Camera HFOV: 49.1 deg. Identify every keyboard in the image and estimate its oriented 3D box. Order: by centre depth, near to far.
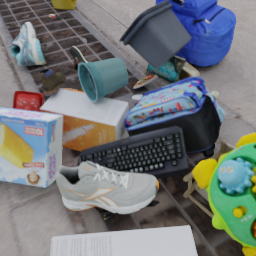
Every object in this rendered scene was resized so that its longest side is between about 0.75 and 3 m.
[{"bbox_3d":[0.005,0.978,5.834,2.569,0.265,1.633,-16,69,24],"label":"keyboard"}]

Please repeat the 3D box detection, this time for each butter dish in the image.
[{"bbox_3d":[-2.623,-0.536,7.331,0.753,0.751,0.556,5,21,-20],"label":"butter dish"}]

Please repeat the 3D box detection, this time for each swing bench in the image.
[{"bbox_3d":[2.114,1.230,5.827,1.389,0.901,1.381,-38,55,-18],"label":"swing bench"}]

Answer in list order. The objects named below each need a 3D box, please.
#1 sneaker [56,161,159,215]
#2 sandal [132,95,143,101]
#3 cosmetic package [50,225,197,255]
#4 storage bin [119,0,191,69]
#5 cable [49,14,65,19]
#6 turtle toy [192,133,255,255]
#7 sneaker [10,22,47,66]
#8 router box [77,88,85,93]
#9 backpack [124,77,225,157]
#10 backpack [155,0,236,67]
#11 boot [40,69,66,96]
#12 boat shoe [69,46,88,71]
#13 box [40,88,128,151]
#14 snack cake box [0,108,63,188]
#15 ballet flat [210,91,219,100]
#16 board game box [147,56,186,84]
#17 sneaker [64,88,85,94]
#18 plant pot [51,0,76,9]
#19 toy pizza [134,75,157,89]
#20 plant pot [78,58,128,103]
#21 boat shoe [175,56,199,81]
[{"bbox_3d":[-0.478,1.056,5.315,2.068,0.951,0.783,-8,34,17],"label":"sneaker"},{"bbox_3d":[0.822,-0.723,8.218,1.437,0.353,0.585,6,14,4],"label":"sandal"},{"bbox_3d":[-0.054,2.371,4.574,2.255,1.213,0.957,-3,44,-6],"label":"cosmetic package"},{"bbox_3d":[0.905,-2.716,8.585,1.395,1.511,2.077,48,43,-2],"label":"storage bin"},{"bbox_3d":[-3.433,-5.376,13.491,0.762,0.192,0.370,-4,44,-4],"label":"cable"},{"bbox_3d":[2.562,0.890,4.674,2.766,1.398,2.016,-29,70,-11],"label":"turtle toy"},{"bbox_3d":[-3.970,-3.222,10.661,1.114,1.002,2.582,-19,46,-15],"label":"sneaker"},{"bbox_3d":[-1.415,-0.815,8.573,1.145,0.292,0.854,-22,51,-22],"label":"router box"},{"bbox_3d":[1.228,-0.331,6.853,2.085,1.536,2.284,-14,21,35],"label":"backpack"},{"bbox_3d":[2.305,-3.598,10.078,2.865,2.404,2.328,31,59,24],"label":"backpack"},{"bbox_3d":[-1.912,-1.332,7.162,0.443,0.575,1.187,-6,33,7],"label":"boot"},{"bbox_3d":[-1.624,-2.168,9.373,0.467,0.545,1.491,-32,67,-6],"label":"boat shoe"},{"bbox_3d":[-1.055,-0.110,7.173,1.951,1.214,0.951,13,44,14],"label":"box"},{"bbox_3d":[-2.873,0.340,6.344,2.615,1.504,0.878,7,12,7],"label":"snack cake box"},{"bbox_3d":[2.350,-0.764,8.087,0.328,0.944,0.328,3,66,-7],"label":"ballet flat"},{"bbox_3d":[1.279,-2.135,9.621,1.242,0.840,0.175,34,22,32],"label":"board game box"},{"bbox_3d":[-1.425,-0.848,7.579,0.868,0.340,0.335,14,88,6],"label":"sneaker"},{"bbox_3d":[-3.390,-6.753,14.356,1.015,1.151,1.151,-10,43,7],"label":"plant pot"},{"bbox_3d":[0.547,-1.535,9.122,0.873,0.138,0.873,-27,14,7],"label":"toy pizza"},{"bbox_3d":[-0.563,-1.220,6.749,0.949,0.969,0.969,-23,48,-23],"label":"plant pot"},{"bbox_3d":[1.770,-2.179,9.824,0.542,0.602,1.668,-28,54,-25],"label":"boat shoe"}]
